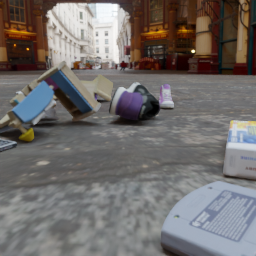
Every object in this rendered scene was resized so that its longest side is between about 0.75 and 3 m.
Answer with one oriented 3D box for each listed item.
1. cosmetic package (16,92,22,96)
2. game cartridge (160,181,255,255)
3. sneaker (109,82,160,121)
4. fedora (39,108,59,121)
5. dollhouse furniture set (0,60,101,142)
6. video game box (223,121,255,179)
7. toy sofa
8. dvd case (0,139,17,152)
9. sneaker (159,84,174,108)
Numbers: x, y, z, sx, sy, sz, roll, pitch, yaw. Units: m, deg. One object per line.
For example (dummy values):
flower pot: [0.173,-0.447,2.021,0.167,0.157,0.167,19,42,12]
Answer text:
cosmetic package: [-4.105,-1.141,11.021,0.283,0.462,1.120,-13,17,-37]
game cartridge: [0.903,0.871,2.650,0.863,0.265,1.297,14,19,36]
sneaker: [0.400,-0.662,8.421,1.177,1.018,2.688,21,19,10]
fedora: [-2.191,-0.363,7.286,0.752,0.340,0.665,-2,-2,-8]
dollhouse furniture set: [-2.158,-0.213,6.902,2.112,1.460,2.237,-17,31,42]
video game box: [2.586,0.332,4.479,1.905,0.489,2.091,7,15,20]
toy sofa: [-2.030,-1.626,12.342,2.559,1.249,1.060,8,-10,31]
dvd case: [-2.616,0.336,5.309,0.790,0.098,0.594,6,14,27]
sneaker: [1.384,-1.195,10.428,0.529,0.832,1.459,1,14,-3]
